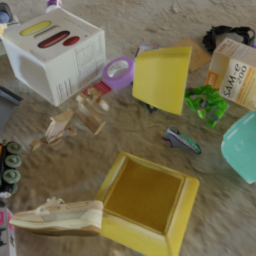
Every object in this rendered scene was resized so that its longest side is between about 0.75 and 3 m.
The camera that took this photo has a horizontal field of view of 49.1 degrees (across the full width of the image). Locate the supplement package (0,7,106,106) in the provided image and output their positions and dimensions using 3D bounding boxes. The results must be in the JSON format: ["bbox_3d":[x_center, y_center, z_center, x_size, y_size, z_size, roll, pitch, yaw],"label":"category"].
[{"bbox_3d":[-2.784,-2.865,10.956,2.658,2.044,2.780,34,58,24],"label":"supplement package"}]

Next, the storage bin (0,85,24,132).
[{"bbox_3d":[-5.294,-0.654,9.419,2.832,2.061,1.902,18,80,15],"label":"storage bin"}]

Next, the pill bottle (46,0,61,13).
[{"bbox_3d":[-3.820,-6.112,14.441,0.763,0.763,1.356,-6,51,-5],"label":"pill bottle"}]

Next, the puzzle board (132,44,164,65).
[{"bbox_3d":[1.072,-2.789,12.096,1.906,0.220,2.529,11,51,9],"label":"puzzle board"}]

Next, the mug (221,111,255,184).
[{"bbox_3d":[3.902,0.268,8.145,2.440,2.005,1.509,-44,69,8],"label":"mug"}]

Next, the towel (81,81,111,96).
[{"bbox_3d":[-1.246,-1.469,11.088,0.999,0.112,0.722,-34,58,-24],"label":"towel"}]

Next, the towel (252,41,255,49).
[{"bbox_3d":[6.158,-3.385,12.596,1.187,0.188,1.653,15,53,13],"label":"towel"}]

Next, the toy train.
[{"bbox_3d":[-3.730,1.129,8.137,1.113,0.832,1.952,9,42,-24],"label":"toy train"}]

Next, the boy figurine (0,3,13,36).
[{"bbox_3d":[-5.008,-3.365,9.446,1.589,0.823,2.555,10,46,11],"label":"boy figurine"}]

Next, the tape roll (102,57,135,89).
[{"bbox_3d":[-0.341,-2.214,11.176,1.347,0.442,1.347,-14,52,19],"label":"tape roll"}]

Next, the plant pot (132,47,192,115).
[{"bbox_3d":[1.121,-1.721,9.415,1.689,1.915,1.915,9,25,11],"label":"plant pot"}]

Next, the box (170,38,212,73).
[{"bbox_3d":[2.692,-3.209,12.282,1.296,0.169,1.585,-35,70,-25],"label":"box"}]

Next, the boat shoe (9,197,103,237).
[{"bbox_3d":[-1.846,2.264,7.192,2.619,0.945,0.851,-8,56,22],"label":"boat shoe"}]

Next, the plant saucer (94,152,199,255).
[{"bbox_3d":[0.452,1.972,7.942,2.703,0.655,2.704,19,53,14],"label":"plant saucer"}]

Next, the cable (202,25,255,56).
[{"bbox_3d":[4.498,-4.055,12.820,2.143,0.667,2.627,29,58,24],"label":"cable"}]

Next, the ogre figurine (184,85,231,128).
[{"bbox_3d":[2.872,-0.947,10.219,1.102,0.902,1.838,-31,37,-3],"label":"ogre figurine"}]

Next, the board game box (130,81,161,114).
[{"bbox_3d":[0.952,-1.424,10.824,1.155,0.240,1.707,-24,60,-13],"label":"board game box"}]

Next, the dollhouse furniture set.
[{"bbox_3d":[-1.733,-0.037,8.761,1.053,1.839,2.156,44,40,7],"label":"dollhouse furniture set"}]

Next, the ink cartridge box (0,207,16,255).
[{"bbox_3d":[-3.613,3.471,6.808,1.632,0.574,2.736,-16,54,-12],"label":"ink cartridge box"}]

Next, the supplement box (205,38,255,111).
[{"bbox_3d":[4.453,-1.778,10.225,2.916,1.838,1.072,30,59,23],"label":"supplement box"}]

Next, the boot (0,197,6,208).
[{"bbox_3d":[-3.996,1.553,8.350,1.673,0.584,1.101,28,52,16],"label":"boot"}]

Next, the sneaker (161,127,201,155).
[{"bbox_3d":[1.772,0.550,9.315,1.346,0.589,0.501,38,28,4],"label":"sneaker"}]

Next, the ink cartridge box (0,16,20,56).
[{"bbox_3d":[-5.559,-4.301,12.951,1.367,0.774,1.864,-21,54,-17],"label":"ink cartridge box"}]
